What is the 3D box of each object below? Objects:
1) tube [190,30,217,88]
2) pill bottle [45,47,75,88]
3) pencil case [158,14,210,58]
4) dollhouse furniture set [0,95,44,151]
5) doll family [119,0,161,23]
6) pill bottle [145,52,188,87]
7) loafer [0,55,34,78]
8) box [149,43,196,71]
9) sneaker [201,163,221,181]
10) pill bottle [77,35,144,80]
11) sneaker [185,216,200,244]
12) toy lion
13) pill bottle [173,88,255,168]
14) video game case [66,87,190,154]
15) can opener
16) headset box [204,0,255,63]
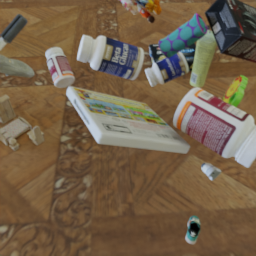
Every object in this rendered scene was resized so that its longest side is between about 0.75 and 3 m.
[{"bbox_3d":[2.487,-2.272,9.267,0.565,1.947,0.506,-6,42,-10],"label":"tube"},{"bbox_3d":[-2.379,-2.089,9.684,0.717,0.717,1.256,-18,76,-17],"label":"pill bottle"},{"bbox_3d":[1.615,-2.710,8.335,0.639,1.502,0.694,26,54,-34],"label":"pencil case"},{"bbox_3d":[-4.147,-0.109,10.041,2.164,0.958,1.122,32,54,27],"label":"dollhouse furniture set"},{"bbox_3d":[0.480,-4.047,9.059,1.132,0.822,1.824,47,27,19],"label":"doll family"},{"bbox_3d":[1.364,-2.065,10.037,1.421,0.822,0.822,-25,47,5],"label":"pill bottle"},{"bbox_3d":[-2.586,-1.310,6.157,1.056,0.368,0.369,16,41,-48],"label":"loafer"},{"bbox_3d":[2.272,-3.424,13.543,2.309,0.531,1.835,-4,46,-4],"label":"box"},{"bbox_3d":[2.111,1.078,7.139,0.358,0.980,0.347,-43,59,4],"label":"sneaker"},{"bbox_3d":[-0.552,-2.175,8.537,1.859,1.033,1.033,12,43,-18],"label":"pill bottle"},{"bbox_3d":[1.328,1.949,5.558,0.270,0.303,0.757,20,23,11],"label":"sneaker"},{"bbox_3d":[3.075,-0.961,8.192,0.422,1.179,1.230,31,22,-4],"label":"toy lion"},{"bbox_3d":[2.081,-0.013,6.304,1.911,1.091,1.091,35,55,24],"label":"pill bottle"},{"bbox_3d":[-0.032,-0.198,6.813,2.482,0.284,2.259,9,26,-35],"label":"video game case"},{"bbox_3d":[-3.656,-2.756,8.232,1.543,0.516,0.411,-49,61,2],"label":"can opener"},{"bbox_3d":[3.400,-2.796,8.151,2.052,0.793,1.527,3,63,-30],"label":"headset box"}]
